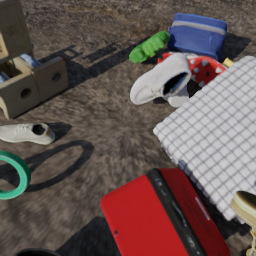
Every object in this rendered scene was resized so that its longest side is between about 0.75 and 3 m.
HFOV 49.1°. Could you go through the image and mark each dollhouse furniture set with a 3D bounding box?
[{"bbox_3d":[-3.063,-2.179,7.186,2.001,2.839,1.990,35,55,28],"label":"dollhouse furniture set"}]

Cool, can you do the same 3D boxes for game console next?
[{"bbox_3d":[0.613,1.600,4.549,1.444,0.995,1.676,10,45,-52],"label":"game console"}]

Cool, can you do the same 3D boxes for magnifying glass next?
[{"bbox_3d":[-3.089,1.004,5.439,2.436,0.970,0.273,-7,21,8],"label":"magnifying glass"}]

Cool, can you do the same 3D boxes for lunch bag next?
[{"bbox_3d":[2.087,-2.848,8.717,1.814,1.233,1.200,17,93,14],"label":"lunch bag"}]

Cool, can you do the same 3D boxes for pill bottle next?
[{"bbox_3d":[1.179,-1.189,7.783,0.722,0.722,1.286,-12,48,-11],"label":"pill bottle"}]

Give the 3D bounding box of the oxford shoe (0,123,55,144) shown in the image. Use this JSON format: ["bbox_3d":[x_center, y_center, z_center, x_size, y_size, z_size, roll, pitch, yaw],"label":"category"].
[{"bbox_3d":[-2.503,0.078,6.796,1.464,0.423,0.550,5,50,8],"label":"oxford shoe"}]

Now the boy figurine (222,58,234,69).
[{"bbox_3d":[3.670,-1.552,8.075,2.050,0.661,1.275,13,28,7],"label":"boy figurine"}]

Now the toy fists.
[{"bbox_3d":[0.594,-2.353,8.363,0.731,0.493,1.434,-41,16,-35],"label":"toy fists"}]

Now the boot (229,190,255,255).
[{"bbox_3d":[1.839,1.854,4.006,1.869,1.446,0.674,36,18,-12],"label":"boot"}]

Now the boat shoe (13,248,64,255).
[{"bbox_3d":[-0.479,2.663,3.924,2.964,0.929,1.084,18,31,14],"label":"boat shoe"}]

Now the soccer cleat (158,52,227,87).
[{"bbox_3d":[1.964,-1.775,8.176,2.418,0.830,1.030,24,35,38],"label":"soccer cleat"}]

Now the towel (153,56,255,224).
[{"bbox_3d":[2.341,0.201,5.720,2.888,1.236,2.391,-39,63,-5],"label":"towel"}]

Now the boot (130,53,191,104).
[{"bbox_3d":[0.698,-0.969,6.492,0.631,1.716,0.820,35,32,-25],"label":"boot"}]
